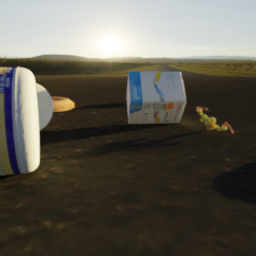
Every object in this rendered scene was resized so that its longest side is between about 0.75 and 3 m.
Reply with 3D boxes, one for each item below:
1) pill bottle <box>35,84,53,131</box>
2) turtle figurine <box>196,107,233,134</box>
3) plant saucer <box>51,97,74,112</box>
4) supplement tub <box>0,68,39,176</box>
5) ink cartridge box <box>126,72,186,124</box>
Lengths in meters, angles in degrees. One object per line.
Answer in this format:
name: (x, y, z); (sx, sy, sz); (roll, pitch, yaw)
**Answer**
pill bottle: (-3.618, -0.772, 8.748); (1.691, 1.691, 2.962); (-10, 16, -38)
turtle figurine: (2.463, -0.124, 8.315); (1.269, 0.409, 1.023); (35, -1, 10)
plant saucer: (-3.902, -1.124, 13.112); (2.685, 0.433, 2.685); (0, 12, 0)
supplement tub: (-3.120, -0.073, 5.067); (2.787, 2.026, 2.026); (-3, 13, -16)
ink cartridge box: (0.903, -1.018, 9.621); (1.819, 1.339, 1.315); (-1, 58, -4)
